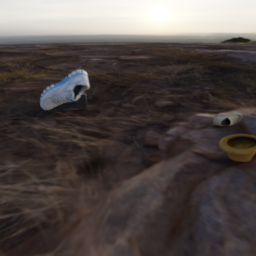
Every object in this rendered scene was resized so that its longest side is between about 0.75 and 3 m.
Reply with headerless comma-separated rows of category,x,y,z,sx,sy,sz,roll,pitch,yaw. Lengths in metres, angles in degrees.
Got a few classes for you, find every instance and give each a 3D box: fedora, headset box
fedora,3.305,0.629,8.164,1.294,0.528,1.294,-5,24,2
headset box,-2.706,-1.362,12.948,1.399,0.726,1.880,-6,21,-14

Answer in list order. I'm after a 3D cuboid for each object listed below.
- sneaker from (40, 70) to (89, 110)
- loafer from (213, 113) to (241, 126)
sneaker,-2.550,-1.342,11.256,2.334,0.875,1.012,-35,54,10
loafer,3.833,-0.270,10.638,1.151,0.436,0.393,-14,25,-10
